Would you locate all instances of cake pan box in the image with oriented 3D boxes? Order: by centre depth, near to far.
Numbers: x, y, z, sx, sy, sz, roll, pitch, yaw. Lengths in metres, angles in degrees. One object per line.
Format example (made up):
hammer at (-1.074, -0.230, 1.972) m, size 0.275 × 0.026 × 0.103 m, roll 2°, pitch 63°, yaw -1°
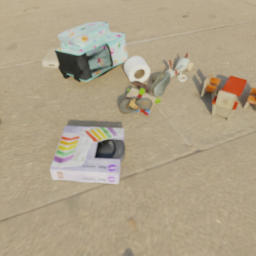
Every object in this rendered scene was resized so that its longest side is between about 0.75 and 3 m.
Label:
cake pan box at (-1.208, 0.830, 9.207) m, size 2.225 × 0.582 × 2.049 m, roll 4°, pitch 44°, yaw 4°

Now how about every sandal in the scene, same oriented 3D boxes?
sandal at (0.314, -0.865, 10.478) m, size 1.368 × 0.373 × 0.559 m, roll -5°, pitch 78°, yaw -15°

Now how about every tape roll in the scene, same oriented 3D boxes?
tape roll at (0.392, -2.603, 12.594) m, size 1.029 × 1.029 × 0.706 m, roll -13°, pitch 50°, yaw -14°

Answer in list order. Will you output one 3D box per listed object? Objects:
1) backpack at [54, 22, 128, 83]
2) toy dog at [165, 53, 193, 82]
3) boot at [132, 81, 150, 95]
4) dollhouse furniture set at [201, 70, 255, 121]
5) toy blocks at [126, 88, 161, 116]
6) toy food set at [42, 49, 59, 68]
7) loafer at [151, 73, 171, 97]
backpack at (-1.539, -3.541, 12.682) m, size 2.978 × 2.283 × 2.618 m, roll -25°, pitch 29°, yaw -33°
toy dog at (2.446, -2.983, 13.244) m, size 1.110 × 0.811 × 1.683 m, roll 17°, pitch 45°, yaw 18°
boot at (0.563, -1.655, 12.001) m, size 0.761 × 0.262 × 0.816 m, roll 11°, pitch 38°, yaw -15°
dollhouse furniture set at (4.159, -1.449, 11.240) m, size 2.350 × 1.211 × 2.325 m, roll 20°, pitch 46°, yaw 21°
toy blocks at (0.422, -0.959, 11.148) m, size 1.460 × 0.729 × 0.998 m, roll 24°, pitch 57°, yaw 11°
toy food set at (-3.655, -3.522, 14.227) m, size 0.968 × 0.408 × 1.349 m, roll 7°, pitch 51°, yaw 7°
loafer at (1.324, -1.919, 12.203) m, size 0.654 × 0.706 × 1.878 m, roll 12°, pitch 32°, yaw 19°
